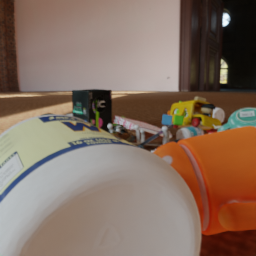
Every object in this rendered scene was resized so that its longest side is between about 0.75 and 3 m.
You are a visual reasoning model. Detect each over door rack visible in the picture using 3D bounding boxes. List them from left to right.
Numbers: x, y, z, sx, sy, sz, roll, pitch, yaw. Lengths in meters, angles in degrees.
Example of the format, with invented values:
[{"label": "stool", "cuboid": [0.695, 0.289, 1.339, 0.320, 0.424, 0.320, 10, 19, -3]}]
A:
[{"label": "over door rack", "cuboid": [0.200, 0.444, 9.627, 2.199, 0.991, 2.976, 2, 11, 16]}]

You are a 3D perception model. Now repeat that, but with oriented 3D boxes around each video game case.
[{"label": "video game case", "cuboid": [1.042, 0.284, 10.424, 0.999, 0.133, 1.399, -35, -6, 36]}]

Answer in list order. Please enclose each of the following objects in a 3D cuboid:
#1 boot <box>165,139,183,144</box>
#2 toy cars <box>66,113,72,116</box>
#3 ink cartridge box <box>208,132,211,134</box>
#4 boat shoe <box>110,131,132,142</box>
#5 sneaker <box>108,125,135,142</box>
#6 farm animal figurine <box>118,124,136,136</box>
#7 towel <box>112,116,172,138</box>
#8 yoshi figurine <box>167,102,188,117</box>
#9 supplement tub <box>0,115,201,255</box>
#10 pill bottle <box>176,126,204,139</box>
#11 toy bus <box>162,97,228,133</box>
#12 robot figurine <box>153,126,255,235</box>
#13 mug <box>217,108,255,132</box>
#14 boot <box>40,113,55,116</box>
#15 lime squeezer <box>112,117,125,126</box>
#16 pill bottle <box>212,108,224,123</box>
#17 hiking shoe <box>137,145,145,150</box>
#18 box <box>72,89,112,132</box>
[{"label": "boot", "cuboid": [1.854, 0.860, 8.415, 1.821, 0.725, 2.209, 5, 8, 16]}, {"label": "toy cars", "cuboid": [-2.692, -0.464, 15.397, 1.265, 0.625, 2.821, -4, 8, -24]}, {"label": "ink cartridge box", "cuboid": [3.395, 0.503, 10.623, 0.794, 0.456, 1.093, 6, 12, 23]}, {"label": "boat shoe", "cuboid": [-0.402, 0.399, 9.731, 0.734, 0.693, 2.040, -43, 0, 12]}, {"label": "sneaker", "cuboid": [-0.315, 0.211, 11.610, 1.477, 0.668, 0.491, 10, 16, 42]}, {"label": "farm animal figurine", "cuboid": [-0.033, 0.178, 12.451, 0.803, 0.500, 0.994, 27, 19, 35]}, {"label": "towel", "cuboid": [0.553, -0.013, 12.763, 1.957, 0.400, 2.675, 12, 6, -23]}, {"label": "yoshi figurine", "cuboid": [3.117, -1.010, 17.341, 1.075, 1.079, 1.920, -20, 19, -17]}, {"label": "supplement tub", "cuboid": [-0.796, 0.984, 3.613, 2.151, 2.151, 2.966, -6, 13, -27]}, {"label": "pill bottle", "cuboid": [2.549, 0.276, 11.338, 1.179, 0.653, 0.653, -8, 14, -40]}, {"label": "toy bus", "cuboid": [2.974, -0.593, 12.024, 2.692, 1.391, 2.540, 6, -6, 17]}, {"label": "robot figurine", "cuboid": [1.538, 0.920, 4.884, 2.906, 1.694, 2.090, -11, 54, -8]}, {"label": "mug", "cuboid": [3.970, 0.031, 9.424, 1.663, 1.028, 1.366, -32, 37, -18]}, {"label": "boot", "cuboid": [-3.726, -0.131, 13.148, 2.202, 0.815, 1.804, 7, 13, 15]}, {"label": "lime squeezer", "cuboid": [-0.582, -0.330, 15.016, 0.884, 0.472, 2.503, 3, 12, 13]}, {"label": "pill bottle", "cuboid": [4.494, -0.728, 15.811, 0.933, 0.933, 1.662, -6, 12, -30]}, {"label": "hiking shoe", "cuboid": [0.230, 0.784, 9.820, 0.362, 0.311, 0.836, -31, 24, -37]}, {"label": "box", "cuboid": [-1.696, -0.783, 13.197, 1.247, 2.006, 1.490, 10, 15, 42]}]
